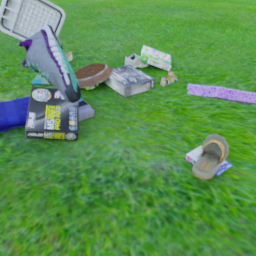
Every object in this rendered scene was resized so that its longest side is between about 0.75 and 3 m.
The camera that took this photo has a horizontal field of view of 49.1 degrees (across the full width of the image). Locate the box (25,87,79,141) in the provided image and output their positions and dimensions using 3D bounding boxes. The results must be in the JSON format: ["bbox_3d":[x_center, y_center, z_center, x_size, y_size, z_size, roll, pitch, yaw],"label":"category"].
[{"bbox_3d":[-2.810,-0.568,10.582,1.838,0.508,2.294,4,48,-15],"label":"box"}]

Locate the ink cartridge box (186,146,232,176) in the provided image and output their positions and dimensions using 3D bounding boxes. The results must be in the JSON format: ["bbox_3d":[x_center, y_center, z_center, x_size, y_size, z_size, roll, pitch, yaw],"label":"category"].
[{"bbox_3d":[2.605,1.107,9.100,0.767,0.270,1.286,-24,38,-31],"label":"ink cartridge box"}]

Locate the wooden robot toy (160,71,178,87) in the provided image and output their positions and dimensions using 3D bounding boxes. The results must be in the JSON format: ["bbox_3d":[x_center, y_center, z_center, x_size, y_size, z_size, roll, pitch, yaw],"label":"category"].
[{"bbox_3d":[2.074,-2.609,14.321,1.332,0.604,0.587,-28,43,-35],"label":"wooden robot toy"}]

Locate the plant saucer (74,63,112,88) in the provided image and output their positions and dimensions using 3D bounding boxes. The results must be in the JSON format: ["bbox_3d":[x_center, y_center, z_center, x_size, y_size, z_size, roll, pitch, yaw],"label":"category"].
[{"bbox_3d":[-1.948,-2.721,14.182,2.309,0.398,2.309,-13,34,9],"label":"plant saucer"}]

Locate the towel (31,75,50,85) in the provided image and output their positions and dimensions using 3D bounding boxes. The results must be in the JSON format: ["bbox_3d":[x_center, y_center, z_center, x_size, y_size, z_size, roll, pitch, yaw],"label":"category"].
[{"bbox_3d":[-4.206,-2.470,14.542,1.360,0.148,0.997,2,34,1],"label":"towel"}]

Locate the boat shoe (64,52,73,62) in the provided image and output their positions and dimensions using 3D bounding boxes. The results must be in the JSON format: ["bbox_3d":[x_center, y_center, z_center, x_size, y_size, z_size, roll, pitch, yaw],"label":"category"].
[{"bbox_3d":[-4.205,-4.207,16.751,1.721,0.539,0.631,-14,36,-20],"label":"boat shoe"}]

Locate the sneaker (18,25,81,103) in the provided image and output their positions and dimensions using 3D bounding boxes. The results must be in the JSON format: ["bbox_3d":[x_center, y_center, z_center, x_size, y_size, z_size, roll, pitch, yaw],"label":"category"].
[{"bbox_3d":[-2.321,-1.676,8.153,1.261,1.072,2.881,-26,61,-1],"label":"sneaker"}]

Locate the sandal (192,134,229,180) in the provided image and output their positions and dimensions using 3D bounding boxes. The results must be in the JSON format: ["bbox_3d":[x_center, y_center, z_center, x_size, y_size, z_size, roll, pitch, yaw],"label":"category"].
[{"bbox_3d":[2.638,0.787,8.837,0.868,0.584,2.162,18,39,25],"label":"sandal"}]

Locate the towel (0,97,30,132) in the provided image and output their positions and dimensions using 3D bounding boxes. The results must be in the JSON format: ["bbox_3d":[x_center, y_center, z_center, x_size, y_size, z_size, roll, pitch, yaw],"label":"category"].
[{"bbox_3d":[-4.833,-0.463,11.165,2.684,0.665,1.982,-14,32,-22],"label":"towel"}]

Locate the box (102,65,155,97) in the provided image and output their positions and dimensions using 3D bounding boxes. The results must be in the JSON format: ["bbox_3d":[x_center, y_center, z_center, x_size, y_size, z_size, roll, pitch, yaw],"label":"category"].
[{"bbox_3d":[-0.037,-2.408,14.062,1.786,0.545,2.256,-21,39,-28],"label":"box"}]

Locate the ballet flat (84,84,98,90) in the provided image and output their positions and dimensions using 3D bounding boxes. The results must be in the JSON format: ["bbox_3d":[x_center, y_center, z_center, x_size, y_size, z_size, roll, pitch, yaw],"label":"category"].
[{"bbox_3d":[-1.731,-2.205,13.992,0.404,0.402,1.204,38,48,14],"label":"ballet flat"}]

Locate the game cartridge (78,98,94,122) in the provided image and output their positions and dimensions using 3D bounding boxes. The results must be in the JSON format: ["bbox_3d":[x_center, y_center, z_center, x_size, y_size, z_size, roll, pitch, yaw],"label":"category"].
[{"bbox_3d":[-2.702,-0.930,12.016,1.584,0.469,2.443,-26,42,-27],"label":"game cartridge"}]

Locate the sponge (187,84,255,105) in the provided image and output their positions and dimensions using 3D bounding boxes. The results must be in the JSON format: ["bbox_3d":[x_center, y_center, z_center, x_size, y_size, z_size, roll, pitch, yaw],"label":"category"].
[{"bbox_3d":[2.469,-0.791,6.795,1.846,0.275,1.030,5,8,-27],"label":"sponge"}]

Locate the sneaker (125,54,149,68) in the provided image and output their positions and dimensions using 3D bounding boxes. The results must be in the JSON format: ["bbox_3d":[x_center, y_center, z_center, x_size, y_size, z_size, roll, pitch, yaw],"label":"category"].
[{"bbox_3d":[0.562,-3.864,15.992,1.786,0.822,0.676,-24,40,-32],"label":"sneaker"}]

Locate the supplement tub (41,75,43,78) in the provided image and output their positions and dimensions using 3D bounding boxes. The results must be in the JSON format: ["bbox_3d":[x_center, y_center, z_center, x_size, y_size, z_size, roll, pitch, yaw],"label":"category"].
[{"bbox_3d":[-3.186,-2.417,11.258,0.498,0.932,0.498,21,3,-1],"label":"supplement tub"}]

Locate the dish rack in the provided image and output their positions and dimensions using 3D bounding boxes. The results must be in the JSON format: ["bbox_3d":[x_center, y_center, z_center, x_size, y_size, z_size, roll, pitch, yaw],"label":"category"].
[{"bbox_3d":[-3.824,-4.352,11.151,2.289,1.965,0.498,23,31,-20],"label":"dish rack"}]

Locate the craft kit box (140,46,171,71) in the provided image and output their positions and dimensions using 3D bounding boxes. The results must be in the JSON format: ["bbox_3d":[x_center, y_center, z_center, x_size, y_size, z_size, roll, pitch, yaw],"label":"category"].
[{"bbox_3d":[1.604,-4.044,16.195,1.745,0.429,1.767,16,34,-6],"label":"craft kit box"}]
